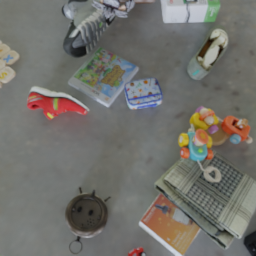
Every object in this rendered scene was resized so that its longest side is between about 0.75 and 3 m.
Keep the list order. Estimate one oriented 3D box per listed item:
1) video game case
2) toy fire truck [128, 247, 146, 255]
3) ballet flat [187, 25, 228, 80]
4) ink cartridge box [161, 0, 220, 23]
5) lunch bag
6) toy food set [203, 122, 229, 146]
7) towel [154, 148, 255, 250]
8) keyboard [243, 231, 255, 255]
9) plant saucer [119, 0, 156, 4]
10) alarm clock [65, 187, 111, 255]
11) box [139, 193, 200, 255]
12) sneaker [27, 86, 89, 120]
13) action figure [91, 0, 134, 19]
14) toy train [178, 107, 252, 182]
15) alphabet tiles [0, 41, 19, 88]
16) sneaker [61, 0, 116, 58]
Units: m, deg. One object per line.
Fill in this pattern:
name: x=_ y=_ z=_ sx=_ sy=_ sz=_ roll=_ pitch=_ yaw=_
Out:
video game case: x=-0.802 y=-1.719 z=9.196 sx=1.608 sy=0.195 sz=1.766 roll=31 pitch=67 yaw=14
toy fire truck: x=0.123 y=3.561 z=6.476 sx=0.923 sy=0.319 sz=1.309 roll=-15 pitch=69 yaw=-10
ballet flat: x=2.848 y=-2.625 z=9.256 sx=0.862 sy=0.815 sz=2.558 roll=38 pitch=69 yaw=-6
ink cartridge box: x=2.228 y=-4.650 z=10.302 sx=1.907 sy=0.804 sz=1.393 roll=-2 pitch=64 yaw=-1
lunch bag: x=0.500 y=-1.057 z=8.745 sx=1.171 sy=0.442 sz=0.938 roll=-11 pitch=66 yaw=-4
toy food set: x=2.484 y=0.127 z=8.268 sx=0.874 sy=0.215 sz=0.883 roll=40 pitch=68 yaw=19
towel: x=2.137 y=1.513 z=7.111 sx=2.231 sy=0.400 sz=2.317 roll=40 pitch=51 yaw=18
keyboard: x=4.321 y=2.557 z=6.437 sx=2.895 sy=0.574 sz=1.507 roll=-33 pitch=66 yaw=5
plant saucer: x=0.263 y=-4.704 z=10.174 sx=1.783 sy=0.326 sz=1.783 roll=1 pitch=22 yaw=0
alarm clock: x=-1.088 y=2.336 z=7.008 sx=1.063 sy=0.525 sz=1.576 roll=16 pitch=67 yaw=3
box: x=1.036 y=2.378 z=6.913 sx=1.249 sy=0.664 sz=0.951 roll=35 pitch=69 yaw=16
sneaker: x=-2.131 y=-0.612 z=8.472 sx=1.986 sy=0.765 sz=0.843 roll=14 pitch=79 yaw=13
action figure: x=-0.397 y=-4.547 z=9.198 sx=1.393 sy=0.743 sz=2.141 roll=20 pitch=83 yaw=-15
toy train: x=2.444 y=0.206 z=7.573 sx=1.802 sy=0.667 sz=2.399 roll=37 pitch=56 yaw=10
alphabet tiles: x=-4.933 y=-2.088 z=9.396 sx=2.321 sy=0.169 sz=2.270 roll=37 pitch=70 yaw=16
sneaker: x=-1.778 y=-3.631 z=9.757 sx=1.719 sy=1.117 sz=2.977 roll=22 pitch=56 yaw=16
